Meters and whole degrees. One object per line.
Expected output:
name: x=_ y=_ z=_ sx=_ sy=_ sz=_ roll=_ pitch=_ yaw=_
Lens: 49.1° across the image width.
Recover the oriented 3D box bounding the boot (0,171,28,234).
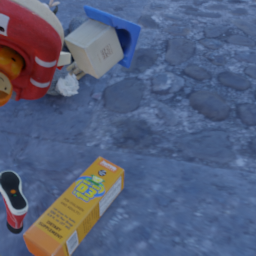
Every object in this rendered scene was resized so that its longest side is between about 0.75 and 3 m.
boot: x=-1.879 y=1.197 z=4.487 sx=0.340 sy=0.677 sz=0.939 roll=-5 pitch=39 yaw=-35

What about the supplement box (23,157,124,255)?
supplement box: x=-1.056 y=1.755 z=6.166 sx=0.817 sy=0.845 sz=2.457 roll=24 pitch=45 yaw=21

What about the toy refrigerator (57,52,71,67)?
toy refrigerator: x=-1.849 y=-1.818 z=7.427 sx=0.348 sy=0.321 sz=0.918 roll=9 pitch=19 yaw=6

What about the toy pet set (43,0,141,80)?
toy pet set: x=-1.163 y=-2.554 z=6.847 sx=2.657 sy=2.846 sz=1.511 roll=34 pitch=70 yaw=35

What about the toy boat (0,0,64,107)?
toy boat: x=-2.462 y=-1.227 z=5.526 sx=1.882 sy=2.885 sz=1.886 roll=20 pitch=58 yaw=-16

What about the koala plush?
koala plush: x=-2.374 y=-2.207 z=9.984 sx=2.285 sy=2.368 sz=2.576 roll=7 pitch=62 yaw=21

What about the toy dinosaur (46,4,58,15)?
toy dinosaur: x=-2.705 y=-2.958 z=8.363 sx=0.885 sy=1.176 sz=2.299 roll=9 pitch=53 yaw=-8
